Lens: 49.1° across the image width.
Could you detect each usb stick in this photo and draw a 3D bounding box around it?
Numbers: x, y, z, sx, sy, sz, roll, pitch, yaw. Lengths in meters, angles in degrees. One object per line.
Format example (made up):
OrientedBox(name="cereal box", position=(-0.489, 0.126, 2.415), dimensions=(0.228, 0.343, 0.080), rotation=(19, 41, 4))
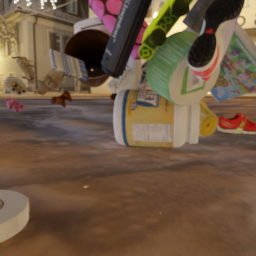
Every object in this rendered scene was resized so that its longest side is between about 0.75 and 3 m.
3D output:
OrientedBox(name="usb stick", position=(0.054, -2.382, 6.018), dimensions=(0.437, 2.682, 0.744), rotation=(-1, 35, -42))

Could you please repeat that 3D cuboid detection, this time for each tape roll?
OrientedBox(name="tape roll", position=(-2.325, 1.352, 4.253), dimensions=(1.579, 0.288, 1.579), rotation=(-1, 9, 0))

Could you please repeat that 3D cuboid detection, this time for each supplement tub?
OrientedBox(name="supplement tub", position=(0.982, -0.331, 9.424), dimensions=(2.674, 1.934, 1.934), rotation=(1, 9, 11))

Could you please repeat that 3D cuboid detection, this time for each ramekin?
OrientedBox(name="ramekin", position=(1.360, -1.345, 6.695), dimensions=(1.691, 1.691, 0.826), rotation=(-5, 37, -30))

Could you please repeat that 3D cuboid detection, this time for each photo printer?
OrientedBox(name="photo printer", position=(-0.817, -3.089, 9.402), dimensions=(1.736, 0.725, 2.086), rotation=(-9, -1, 6))

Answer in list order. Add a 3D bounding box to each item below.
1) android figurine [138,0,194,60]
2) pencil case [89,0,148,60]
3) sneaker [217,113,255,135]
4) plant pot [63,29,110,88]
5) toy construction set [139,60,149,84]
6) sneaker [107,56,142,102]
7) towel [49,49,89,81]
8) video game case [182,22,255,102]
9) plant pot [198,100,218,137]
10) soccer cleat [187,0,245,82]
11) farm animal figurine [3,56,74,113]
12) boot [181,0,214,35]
OrientedBox(name="android figurine", position=(0.590, -1.628, 4.142), dimensions=(0.303, 1.341, 1.473), rotation=(34, 24, -10))
OrientedBox(name="pencil case", position=(-0.065, -2.814, 7.418), dimensions=(0.997, 2.129, 0.966), rotation=(-42, -7, 13))
OrientedBox(name="sneaker", position=(4.875, -0.197, 11.917), dimensions=(2.083, 0.885, 0.802), rotation=(1, 9, 7))
OrientedBox(name="plant pot", position=(-1.106, -1.941, 8.768), dimensions=(1.558, 1.558, 1.667), rotation=(-1, -13, -3))
OrientedBox(name="toy construction set", position=(1.550, -2.706, 10.994), dimensions=(2.104, 1.938, 2.522), rotation=(30, 55, 20))
OrientedBox(name="sneaker", position=(-0.179, -1.772, 10.296), dimensions=(1.038, 2.452, 0.893), rotation=(-8, 53, -19))
OrientedBox(name="towel", position=(-1.265, -1.330, 5.956), dimensions=(0.853, 0.626, 0.102), rotation=(13, -45, -38))
OrientedBox(name="video game case", position=(2.933, -2.194, 9.037), dimensions=(0.323, 2.927, 2.665), rotation=(-48, 12, -19))
OrientedBox(name="plant pot", position=(2.889, -0.352, 11.603), dimensions=(1.515, 1.515, 1.426), rotation=(-5, 26, -26))
OrientedBox(name="soccer cleat", position=(1.689, -1.756, 5.329), dimensions=(0.622, 1.823, 0.667), rotation=(21, -12, 31))
OrientedBox(name="farm animal figurine", position=(-3.154, -1.573, 9.791), dimensions=(2.288, 1.848, 1.151), rotation=(-5, 28, -32))
OrientedBox(name="boot", position=(1.681, -2.993, 6.525), dimensions=(0.468, 1.173, 1.290), rotation=(-51, 2, -42))
